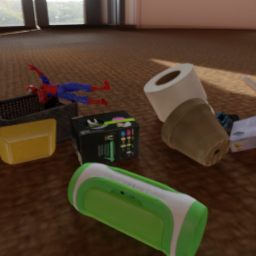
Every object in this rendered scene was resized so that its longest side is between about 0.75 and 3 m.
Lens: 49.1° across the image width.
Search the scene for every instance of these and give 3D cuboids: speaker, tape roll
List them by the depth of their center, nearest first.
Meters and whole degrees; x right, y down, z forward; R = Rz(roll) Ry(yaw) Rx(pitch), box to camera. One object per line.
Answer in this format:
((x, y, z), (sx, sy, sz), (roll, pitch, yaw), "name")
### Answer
((0.105, 1.471, 5.274), (2.538, 1.122, 1.122), (16, 29, 29), "speaker")
((1.668, -1.245, 9.972), (1.896, 1.302, 1.896), (-25, 23, 12), "tape roll")

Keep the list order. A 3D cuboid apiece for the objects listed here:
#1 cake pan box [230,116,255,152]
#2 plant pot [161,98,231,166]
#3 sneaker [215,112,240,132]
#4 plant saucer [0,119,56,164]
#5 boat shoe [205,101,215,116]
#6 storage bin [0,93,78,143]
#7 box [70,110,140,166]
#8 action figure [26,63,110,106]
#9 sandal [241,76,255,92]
((3.847, 0.063, 8.213), (1.584, 0.414, 1.459), (-18, 17, 31), "cake pan box")
((1.959, 0.219, 7.653), (1.623, 1.623, 1.409), (-16, 45, -30), "plant pot")
((3.262, -0.218, 9.311), (1.615, 0.662, 0.591), (-23, 41, -38), "sneaker")
((-2.609, 0.454, 7.372), (1.475, 1.474, 0.357), (-12, 58, -23), "plant saucer")
((2.491, -0.761, 10.358), (0.691, 0.814, 2.236), (1, 30, -7), "boat shoe")
((-2.939, -0.230, 8.708), (1.696, 1.176, 2.509), (22, 32, 37), "storage bin")
((-0.651, 0.269, 7.890), (1.669, 1.037, 1.239), (-11, 27, -20), "box")
((-2.096, -1.266, 8.544), (2.770, 0.904, 1.371), (3, -17, 19), "action figure")
((5.071, -0.824, 10.297), (1.122, 0.839, 2.929), (14, 31, -37), "sandal")
